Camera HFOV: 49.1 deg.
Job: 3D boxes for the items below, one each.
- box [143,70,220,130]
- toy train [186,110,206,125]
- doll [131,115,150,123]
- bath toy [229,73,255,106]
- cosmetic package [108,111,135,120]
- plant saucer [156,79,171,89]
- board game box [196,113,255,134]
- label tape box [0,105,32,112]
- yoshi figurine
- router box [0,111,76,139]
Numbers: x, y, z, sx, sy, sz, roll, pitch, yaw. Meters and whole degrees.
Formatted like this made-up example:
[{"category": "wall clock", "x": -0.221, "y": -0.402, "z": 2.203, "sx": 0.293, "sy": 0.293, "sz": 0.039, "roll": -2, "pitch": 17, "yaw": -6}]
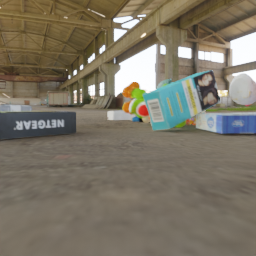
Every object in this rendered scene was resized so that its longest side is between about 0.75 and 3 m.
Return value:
[{"category": "box", "x": 1.594, "y": -0.831, "z": 7.906, "sx": 2.518, "sy": 1.036, "sz": 0.619, "roll": -25, "pitch": 13, "yaw": -38}, {"category": "toy train", "x": 2.385, "y": -0.296, "z": 9.888, "sx": 0.888, "sy": 0.247, "sz": 0.667, "roll": -26, "pitch": -22, "yaw": 14}, {"category": "doll", "x": 0.741, "y": -0.530, "z": 12.394, "sx": 1.301, "sy": 0.462, "sz": 1.907, "roll": -18, "pitch": 6, "yaw": 0}, {"category": "bath toy", "x": 4.316, "y": -0.944, "z": 7.672, "sx": 1.103, "sy": 1.298, "sz": 2.985, "roll": -5, "pitch": 10, "yaw": -42}, {"category": "cosmetic package", "x": -0.337, "y": -0.658, "z": 14.571, "sx": 1.324, "sy": 0.490, "sz": 0.673, "roll": -1, "pitch": 4, "yaw": -32}, {"category": "plant saucer", "x": 1.136, "y": -1.047, "z": 10.565, "sx": 0.329, "sy": 1.828, "sz": 1.828, "roll": 23, "pitch": 8, "yaw": 10}, {"category": "board game box", "x": 3.095, "y": -0.145, "z": 7.167, "sx": 2.194, "sy": 0.476, "sz": 2.183, "roll": 0, "pitch": 4, "yaw": 0}, {"category": "label tape box", "x": -5.273, "y": -0.543, "z": 11.071, "sx": 1.678, "sy": 0.737, "sz": 2.327, "roll": 2, "pitch": 4, "yaw": 27}, {"category": "yoshi figurine", "x": 1.051, "y": -0.757, "z": 9.422, "sx": 2.545, "sy": 1.425, "sz": 1.430, "roll": 27, "pitch": -3, "yaw": 40}, {"category": "router box", "x": -2.424, "y": -0.108, "z": 6.257, "sx": 1.571, "sy": 0.522, "sz": 1.999, "roll": 3, "pitch": 5, "yaw": 39}]
